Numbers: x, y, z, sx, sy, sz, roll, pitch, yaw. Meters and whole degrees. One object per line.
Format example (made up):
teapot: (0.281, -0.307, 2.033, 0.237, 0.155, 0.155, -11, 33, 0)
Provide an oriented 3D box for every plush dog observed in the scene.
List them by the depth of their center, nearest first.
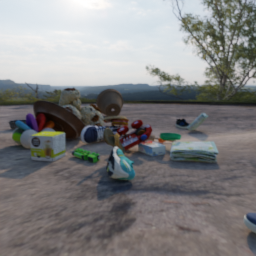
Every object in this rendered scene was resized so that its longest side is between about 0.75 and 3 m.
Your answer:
plush dog: (-2.478, -0.450, 14.681, 2.485, 2.321, 2.893, 12, 34, -17)

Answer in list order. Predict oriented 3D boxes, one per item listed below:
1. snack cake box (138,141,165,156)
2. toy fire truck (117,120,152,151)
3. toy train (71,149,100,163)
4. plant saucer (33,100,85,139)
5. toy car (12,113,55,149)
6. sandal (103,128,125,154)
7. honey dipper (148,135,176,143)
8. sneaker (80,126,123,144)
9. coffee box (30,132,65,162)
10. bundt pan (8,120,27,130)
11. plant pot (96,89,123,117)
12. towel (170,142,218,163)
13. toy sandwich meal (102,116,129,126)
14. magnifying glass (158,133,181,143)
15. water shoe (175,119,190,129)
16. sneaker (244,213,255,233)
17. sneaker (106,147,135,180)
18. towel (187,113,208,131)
snack cake box: (0.861, 0.757, 10.423, 0.581, 0.340, 1.011, -6, 10, -27)
toy fire truck: (0.263, 0.366, 10.608, 1.444, 0.810, 1.213, -24, 22, 0)
toy train: (-1.460, 0.943, 9.508, 1.312, 0.274, 0.370, 8, 22, 43)
plant saucer: (-3.172, -0.250, 12.627, 2.627, 0.452, 2.627, 20, -27, 11)
toy car: (-3.914, 0.060, 11.692, 1.802, 1.351, 1.577, -7, 11, -38)
sandal: (-0.399, 0.445, 9.465, 0.367, 1.359, 0.546, -15, 45, 26)
honey dipper: (1.475, 0.509, 12.517, 1.379, 0.262, 0.262, 9, 12, 34)
sneaker: (-1.046, 0.278, 12.263, 1.179, 0.761, 2.172, 3, 6, 29)
coffee box: (-2.741, 0.611, 9.626, 0.865, 0.856, 0.866, 2, 9, 15)
bundt pan: (-6.263, -0.179, 16.287, 1.301, 0.488, 1.301, 1, 9, 0)
plant pot: (-1.391, -1.774, 22.665, 2.279, 2.279, 1.987, -2, 28, -11)
towel: (2.300, 0.785, 9.907, 1.569, 0.441, 1.832, 3, 8, 11)
toy sandwich meal: (-0.547, -0.252, 12.648, 1.242, 0.425, 1.242, -3, -6, 0)
magnifying glass: (1.555, 0.407, 11.337, 0.808, 0.227, 2.031, 7, -10, -6)
water shoe: (3.269, -0.268, 16.653, 0.498, 0.550, 1.393, -4, 9, -27)
sneaker: (2.925, 1.380, 4.532, 1.959, 0.828, 0.734, 1, 9, 11)
sneaker: (-0.214, 1.063, 7.957, 0.719, 0.699, 1.805, 18, 10, -10)
towel: (3.836, -0.319, 15.342, 0.319, 1.133, 1.323, 48, 20, 16)
